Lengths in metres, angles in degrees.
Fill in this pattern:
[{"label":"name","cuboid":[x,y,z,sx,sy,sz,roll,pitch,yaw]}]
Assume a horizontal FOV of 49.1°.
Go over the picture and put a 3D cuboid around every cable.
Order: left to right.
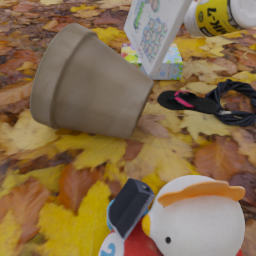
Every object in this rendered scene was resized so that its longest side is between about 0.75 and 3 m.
[{"label":"cable","cuboid":[3.593,-0.890,9.055,2.262,0.575,1.846,-31,48,-33]}]

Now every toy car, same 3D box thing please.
[{"label":"toy car","cuboid":[0.699,1.620,4.230,2.431,2.748,2.533,-3,39,-4]}]

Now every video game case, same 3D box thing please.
[{"label":"video game case","cuboid":[0.657,-2.993,7.439,0.286,2.414,2.197,-5,55,-25]}]

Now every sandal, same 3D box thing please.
[{"label":"sandal","cuboid":[1.101,-0.514,5.136,1.122,0.253,0.421,9,62,-1]}]

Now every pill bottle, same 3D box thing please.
[{"label":"pill bottle","cuboid":[2.508,-3.097,7.538,1.148,1.148,2.009,-20,15,-23]}]

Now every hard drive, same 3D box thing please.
[{"label":"hard drive","cuboid":[-0.005,1.239,4.566,0.274,1.294,0.873,36,85,-5]}]

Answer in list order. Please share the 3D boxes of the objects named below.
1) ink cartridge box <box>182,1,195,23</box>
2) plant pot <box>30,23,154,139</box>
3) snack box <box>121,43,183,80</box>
[{"label":"ink cartridge box","cuboid":[2.808,-6.874,16.091,1.720,0.975,2.347,-7,40,-9]},{"label":"plant pot","cuboid":[-0.778,-0.983,7.708,2.552,2.941,2.941,24,42,4]},{"label":"snack box","cuboid":[0.869,-2.664,11.081,2.281,0.772,1.924,1,38,-2]}]
